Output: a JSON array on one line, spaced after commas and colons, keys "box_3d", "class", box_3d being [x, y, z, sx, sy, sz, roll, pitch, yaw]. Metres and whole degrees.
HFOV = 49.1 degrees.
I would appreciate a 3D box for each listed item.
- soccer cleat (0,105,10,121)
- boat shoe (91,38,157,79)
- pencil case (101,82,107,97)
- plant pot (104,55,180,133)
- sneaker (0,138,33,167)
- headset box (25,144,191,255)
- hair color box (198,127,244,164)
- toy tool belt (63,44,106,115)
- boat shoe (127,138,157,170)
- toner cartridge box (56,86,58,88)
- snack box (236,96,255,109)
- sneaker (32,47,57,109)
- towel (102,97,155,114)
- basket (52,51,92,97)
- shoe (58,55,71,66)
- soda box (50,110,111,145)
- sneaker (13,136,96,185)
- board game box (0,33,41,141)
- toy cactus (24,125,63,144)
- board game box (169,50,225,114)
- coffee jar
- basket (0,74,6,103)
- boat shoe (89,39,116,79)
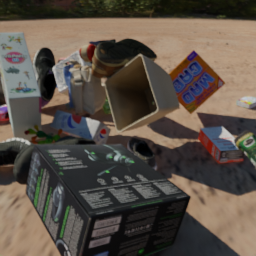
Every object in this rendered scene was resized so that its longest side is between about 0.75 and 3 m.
[{"box_3d": [-5.034, -0.477, 10.701, 1.636, 0.558, 0.599, -19, 41, -33], "class": "soccer cleat"}, {"box_3d": [-0.168, -2.205, 9.151, 2.795, 1.032, 1.057, -19, 63, -47], "class": "boat shoe"}, {"box_3d": [-0.821, -1.592, 12.063, 1.576, 0.613, 0.705, 19, 11, 38], "class": "pencil case"}, {"box_3d": [0.535, -0.925, 8.420, 1.511, 1.705, 1.707, 0, -20, -45], "class": "plant pot"}, {"box_3d": [-3.699, 0.827, 7.835, 2.544, 0.846, 1.151, 5, 30, 18], "class": "sneaker"}, {"box_3d": [-0.558, 1.318, 5.695, 2.288, 1.219, 2.628, 2, 21, -40], "class": "headset box"}, {"box_3d": [2.899, 0.500, 8.811, 0.822, 0.474, 1.483, -4, 26, -9], "class": "hair color box"}, {"box_3d": [-1.638, -1.569, 9.232, 1.382, 2.248, 1.404, 4, 24, 21], "class": "toy tool belt"}, {"box_3d": [0.396, 0.653, 8.394, 0.597, 0.565, 1.707, -6, 28, -12], "class": "boat shoe"}, {"box_3d": [-2.846, -2.368, 13.777, 2.277, 1.081, 0.491, 19, 33, 34], "class": "toner cartridge box"}, {"box_3d": [5.266, -1.125, 12.248, 0.915, 0.242, 0.651, -18, 32, -32], "class": "snack box"}, {"box_3d": [-3.363, -2.282, 11.912, 1.097, 2.897, 1.269, 18, -29, -40], "class": "sneaker"}, {"box_3d": [0.142, -1.278, 12.494, 2.914, 0.447, 2.174, -11, 27, -15], "class": "towel"}, {"box_3d": [-2.082, -2.056, 11.290, 1.368, 1.110, 1.380, -29, 63, 16], "class": "basket"}, {"box_3d": [-2.138, -2.704, 12.485, 2.306, 0.824, 1.049, 28, 44, 36], "class": "shoe"}, {"box_3d": [-1.580, -0.006, 9.118, 2.019, 0.640, 0.689, 15, -12, 35], "class": "soda box"}, {"box_3d": [-1.817, 0.727, 7.347, 1.132, 0.947, 2.494, -6, 15, 35], "class": "sneaker"}, {"box_3d": [-3.637, -1.360, 9.305, 0.957, 2.197, 2.978, -11, 58, -25], "class": "board game box"}, {"box_3d": [-2.500, 0.267, 8.937, 1.419, 0.726, 1.171, 12, 5, -9], "class": "toy cactus"}, {"box_3d": [2.460, -1.753, 10.619, 1.623, 1.622, 1.624, 47, 20, 2], "class": "board game box"}, {"box_3d": [2.726, 0.457, 6.099, 0.465, 0.381, 0.893, -36, 40, 8], "class": "coffee jar"}, {"box_3d": [-5.567, -1.783, 12.414, 1.950, 1.326, 1.758, 23, 5, 27], "class": "basket"}, {"box_3d": [-0.976, -2.496, 10.782, 1.043, 2.250, 0.840, 0, 59, -3], "class": "boat shoe"}]
